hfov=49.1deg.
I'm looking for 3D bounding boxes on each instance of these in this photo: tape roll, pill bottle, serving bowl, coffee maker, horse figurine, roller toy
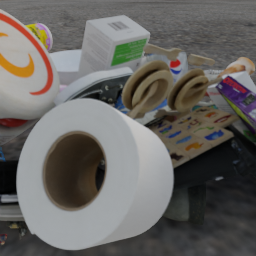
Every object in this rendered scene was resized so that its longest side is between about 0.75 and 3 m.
[{"bbox_3d":[-0.433,0.667,4.054,1.903,1.903,1.307,19,-4,29],"label":"tape roll"},{"bbox_3d":[-5.157,-4.154,13.648,1.452,1.452,2.786,17,35,27],"label":"pill bottle"},{"bbox_3d":[-2.019,-2.185,10.745,2.811,0.925,2.811,0,29,0],"label":"serving bowl"},{"bbox_3d":[-2.159,0.872,4.664,1.555,1.047,1.493,3,50,-27],"label":"coffee maker"},{"bbox_3d":[3.271,-1.539,8.777,2.827,1.873,0.706,-28,72,-42],"label":"horse figurine"},{"bbox_3d":[-3.030,-0.979,5.922,2.031,2.651,2.906,-30,34,24],"label":"roller toy"}]

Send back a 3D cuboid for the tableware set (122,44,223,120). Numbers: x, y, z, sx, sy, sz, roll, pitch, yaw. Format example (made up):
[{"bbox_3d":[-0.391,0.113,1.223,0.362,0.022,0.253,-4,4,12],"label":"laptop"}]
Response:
[{"bbox_3d":[0.884,-0.679,5.429,2.367,1.565,0.474,-5,44,-45],"label":"tableware set"}]

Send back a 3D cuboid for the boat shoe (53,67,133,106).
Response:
[{"bbox_3d":[-0.539,-0.816,6.402,2.495,0.856,0.706,-30,82,-47],"label":"boat shoe"}]

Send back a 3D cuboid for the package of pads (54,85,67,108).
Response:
[{"bbox_3d":[-2.507,-0.791,8.289,1.566,0.943,0.592,2,30,5],"label":"package of pads"}]

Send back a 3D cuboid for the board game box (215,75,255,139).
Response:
[{"bbox_3d":[2.732,0.260,5.132,0.432,2.678,1.607,-40,36,15],"label":"board game box"}]

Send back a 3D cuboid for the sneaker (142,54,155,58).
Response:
[{"bbox_3d":[1.000,-2.740,11.454,2.679,1.194,1.052,11,31,20],"label":"sneaker"}]

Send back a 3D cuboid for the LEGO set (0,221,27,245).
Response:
[{"bbox_3d":[-2.484,1.814,4.403,1.661,0.471,1.078,2,28,-23],"label":"LEGO set"}]

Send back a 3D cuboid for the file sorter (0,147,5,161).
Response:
[{"bbox_3d":[-2.741,0.945,5.517,0.789,0.697,1.137,-16,33,-27],"label":"file sorter"}]

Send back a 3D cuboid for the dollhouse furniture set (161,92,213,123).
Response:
[{"bbox_3d":[1.737,-0.616,7.753,2.148,1.156,0.874,-21,26,-38],"label":"dollhouse furniture set"}]

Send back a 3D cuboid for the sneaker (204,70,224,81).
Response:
[{"bbox_3d":[3.359,-1.886,10.441,1.243,0.504,0.467,-3,-2,-14],"label":"sneaker"}]

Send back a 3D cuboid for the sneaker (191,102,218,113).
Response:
[{"bbox_3d":[2.226,-0.467,7.562,1.043,0.415,0.404,0,-9,7],"label":"sneaker"}]

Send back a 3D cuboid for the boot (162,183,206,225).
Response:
[{"bbox_3d":[0.680,0.841,5.616,1.597,0.828,2.444,3,30,11],"label":"boot"}]

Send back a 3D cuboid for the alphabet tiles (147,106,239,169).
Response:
[{"bbox_3d":[0.773,0.259,5.733,2.657,0.100,2.221,-27,18,-7],"label":"alphabet tiles"}]

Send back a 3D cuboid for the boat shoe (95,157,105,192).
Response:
[{"bbox_3d":[-0.740,0.545,5.437,0.826,0.783,2.363,5,49,-19],"label":"boat shoe"}]

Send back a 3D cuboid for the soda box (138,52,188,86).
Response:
[{"bbox_3d":[0.480,-1.667,8.786,0.991,0.921,2.904,-12,9,-33],"label":"soda box"}]

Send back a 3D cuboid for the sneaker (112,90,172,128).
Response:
[{"bbox_3d":[-0.146,-0.289,6.805,2.301,0.904,1.026,-26,79,-7],"label":"sneaker"}]

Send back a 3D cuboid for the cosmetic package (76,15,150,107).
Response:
[{"bbox_3d":[-0.556,-1.656,7.941,1.413,2.627,1.114,-28,60,-38],"label":"cosmetic package"}]

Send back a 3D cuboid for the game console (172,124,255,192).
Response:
[{"bbox_3d":[1.737,0.729,5.514,2.182,1.444,2.481,37,18,-11],"label":"game console"}]

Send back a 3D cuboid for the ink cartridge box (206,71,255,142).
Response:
[{"bbox_3d":[2.702,-0.507,6.737,0.663,1.579,1.152,-35,8,-2],"label":"ink cartridge box"}]
